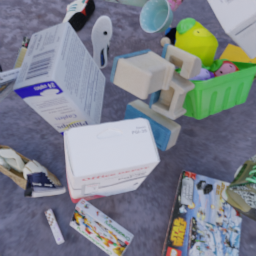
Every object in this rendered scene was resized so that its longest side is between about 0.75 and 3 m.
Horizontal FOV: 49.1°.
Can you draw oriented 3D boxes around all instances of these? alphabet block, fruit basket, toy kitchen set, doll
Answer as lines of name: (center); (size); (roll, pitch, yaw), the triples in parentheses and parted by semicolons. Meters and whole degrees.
alphabet block: (-2.797, -1.832, 8.218); (0.767, 0.749, 0.753); (22, 97, -9)
fruit basket: (2.099, -1.741, 7.656); (2.619, 2.619, 1.889); (-35, 32, -21)
toy kitchen set: (0.245, -0.596, 6.467); (1.530, 2.597, 2.081); (35, 42, 29)
doll: (2.286, -4.080, 12.268); (2.034, 0.493, 1.388); (-30, 64, -18)

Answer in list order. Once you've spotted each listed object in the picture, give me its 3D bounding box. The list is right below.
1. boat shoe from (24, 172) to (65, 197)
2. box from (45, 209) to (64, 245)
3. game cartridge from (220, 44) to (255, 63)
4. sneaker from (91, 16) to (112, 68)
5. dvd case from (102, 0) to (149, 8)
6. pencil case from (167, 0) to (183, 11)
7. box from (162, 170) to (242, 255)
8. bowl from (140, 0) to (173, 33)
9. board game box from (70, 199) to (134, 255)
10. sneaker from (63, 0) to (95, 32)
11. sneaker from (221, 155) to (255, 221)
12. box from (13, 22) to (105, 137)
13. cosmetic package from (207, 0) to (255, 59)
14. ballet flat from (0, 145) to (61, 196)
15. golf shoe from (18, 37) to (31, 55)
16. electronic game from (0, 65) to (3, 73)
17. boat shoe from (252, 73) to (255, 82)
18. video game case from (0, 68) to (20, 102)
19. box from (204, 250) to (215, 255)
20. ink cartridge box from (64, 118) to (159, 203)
boat shoe: (-1.749, 1.192, 6.044); (0.401, 1.074, 0.498); (-5, 82, 26)
box: (-2.073, 2.772, 7.875); (0.189, 0.203, 0.979); (-25, 59, -16)
game cartridge: (4.629, -2.760, 11.562); (1.552, 0.252, 1.368); (27, 60, 19)
sneaker: (-0.880, -2.907, 9.183); (0.613, 1.677, 0.938); (7, 37, -7)
dvd case: (-0.261, -4.706, 9.186); (2.629, 1.920, 0.289); (6, 83, -12)
pencil case: (1.716, -4.599, 9.232); (0.596, 1.440, 0.623); (51, 34, 13)
box: (2.089, 2.674, 7.725); (1.849, 0.539, 2.701); (15, 58, 10)
bowl: (0.985, -3.536, 9.010); (0.585, 1.119, 1.119); (4, 41, -52)
board game box: (-0.611, 2.230, 6.118); (1.365, 0.861, 0.236); (32, 40, 12)
sneaker: (-2.485, -5.207, 12.964); (1.088, 0.819, 2.327); (12, 57, 29)
sneaker: (2.641, 0.986, 5.675); (0.986, 1.137, 2.565); (27, 23, 17)
box: (-1.457, -1.040, 6.581); (1.032, 1.967, 1.809); (-11, 54, 20)
cosmetic package: (3.083, -3.144, 7.436); (1.146, 1.865, 1.859); (-32, 62, 31)
ballet flat: (-3.183, 1.246, 8.474); (2.515, 0.821, 0.887); (22, 46, 12)
golf shoe: (-3.274, -2.436, 9.065); (0.501, 1.137, 0.439); (11, 62, -32)
electronic game: (-3.619, -1.709, 7.357); (1.103, 1.103, 0.230); (39, 50, 23)
boat shoe: (3.804, -1.555, 8.633); (1.029, 0.377, 0.322); (-44, 44, 17)
video game case: (-3.232, -0.354, 5.803); (2.255, 2.050, 0.263); (-39, 104, 11)
box: (1.757, 2.743, 5.621); (0.148, 0.764, 0.158); (-28, 27, 12)
ink cartridge box: (-0.498, 0.830, 6.258); (1.728, 2.358, 0.976); (-9, 67, -15)
